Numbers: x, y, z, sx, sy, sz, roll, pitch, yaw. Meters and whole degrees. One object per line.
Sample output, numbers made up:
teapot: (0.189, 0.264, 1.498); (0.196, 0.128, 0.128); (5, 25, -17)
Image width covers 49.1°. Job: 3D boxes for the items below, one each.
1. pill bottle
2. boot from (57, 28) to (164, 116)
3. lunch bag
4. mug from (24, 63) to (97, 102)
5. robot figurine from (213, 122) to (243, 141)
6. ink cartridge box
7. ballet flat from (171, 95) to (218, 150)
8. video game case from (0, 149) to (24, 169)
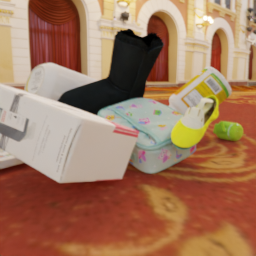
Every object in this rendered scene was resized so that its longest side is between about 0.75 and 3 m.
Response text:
pill bottle: (2.262, -0.912, 9.745); (2.330, 1.294, 1.294); (-40, 11, 4)
boot: (-0.513, -1.481, 7.558); (2.787, 2.342, 1.064); (-10, 48, -27)
lunch bag: (0.430, 0.076, 7.103); (1.932, 0.928, 2.408); (-18, 33, -32)
mug: (-2.318, -0.917, 9.090); (1.986, 2.419, 1.937); (25, 22, -45)
robot figurine: (3.410, 0.112, 9.496); (0.919, 0.606, 1.048); (18, -2, -32)
ink cartridge box: (-1.453, 0.059, 5.545); (2.663, 1.129, 1.939); (22, 3, 30)
ballet flat: (1.543, -0.238, 6.273); (0.660, 0.663, 1.977); (25, 37, 26)
video game case: (-3.222, 0.721, 7.051); (1.694, 0.220, 1.861); (4, 11, 38)
